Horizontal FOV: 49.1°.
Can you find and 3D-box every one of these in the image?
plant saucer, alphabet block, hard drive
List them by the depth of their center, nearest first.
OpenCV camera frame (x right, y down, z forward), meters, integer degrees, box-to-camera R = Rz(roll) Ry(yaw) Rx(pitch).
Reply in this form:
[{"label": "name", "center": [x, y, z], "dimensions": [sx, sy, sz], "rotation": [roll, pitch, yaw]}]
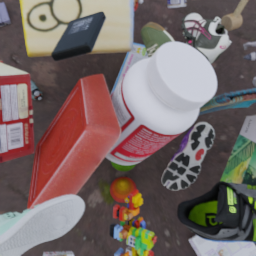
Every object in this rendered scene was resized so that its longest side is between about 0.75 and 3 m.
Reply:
[{"label": "hard drive", "center": [-0.925, -1.758, 5.331], "dimensions": [0.810, 0.191, 1.161], "rotation": [-7, 47, 22]}, {"label": "plant saucer", "center": [-1.228, 0.292, 5.522], "dimensions": [0.470, 2.559, 2.563], "rotation": [28, 22, -26]}, {"label": "alphabet block", "center": [-1.470, -3.291, 7.318], "dimensions": [2.592, 2.531, 2.545], "rotation": [-7, 21, -18]}]

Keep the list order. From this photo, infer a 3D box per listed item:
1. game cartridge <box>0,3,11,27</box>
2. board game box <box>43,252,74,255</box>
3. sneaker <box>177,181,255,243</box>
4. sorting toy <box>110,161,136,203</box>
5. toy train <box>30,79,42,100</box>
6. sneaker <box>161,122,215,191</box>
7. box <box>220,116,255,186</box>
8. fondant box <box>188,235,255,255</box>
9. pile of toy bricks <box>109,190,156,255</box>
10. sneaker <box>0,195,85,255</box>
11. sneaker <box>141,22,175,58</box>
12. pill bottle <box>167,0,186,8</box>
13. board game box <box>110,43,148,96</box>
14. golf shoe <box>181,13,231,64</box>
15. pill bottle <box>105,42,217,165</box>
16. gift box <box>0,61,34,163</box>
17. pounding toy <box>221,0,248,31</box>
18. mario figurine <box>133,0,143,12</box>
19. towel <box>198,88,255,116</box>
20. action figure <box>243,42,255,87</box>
[{"label": "game cartridge", "center": [-5.571, -4.287, 10.945], "dimensions": [1.703, 0.327, 1.104], "rotation": [-21, 70, -10]}, {"label": "board game box", "center": [-1.426, 2.872, 5.412], "dimensions": [0.572, 0.157, 0.906], "rotation": [12, 88, -29]}, {"label": "sneaker", "center": [2.062, 1.420, 4.668], "dimensions": [2.829, 1.172, 1.003], "rotation": [-23, 50, 39]}, {"label": "sorting toy", "center": [-0.135, 0.924, 8.125], "dimensions": [0.805, 0.800, 2.322], "rotation": [1, 65, 1]}, {"label": "toy train", "center": [-3.220, -1.337, 9.366], "dimensions": [0.394, 0.527, 0.924], "rotation": [-35, 68, -15]}, {"label": "sneaker", "center": [1.411, 0.678, 6.606], "dimensions": [0.712, 0.737, 1.767], "rotation": [34, 88, -3]}, {"label": "box", "center": [3.312, 0.649, 5.466], "dimensions": [0.537, 2.953, 2.132], "rotation": [35, 72, -21]}, {"label": "fondant box", "center": [2.615, 3.331, 7.095], "dimensions": [1.325, 0.535, 1.837], "rotation": [-27, 66, -12]}, {"label": "pile of toy bricks", "center": [0.166, 1.803, 4.668], "dimensions": [0.664, 1.346, 0.747], "rotation": [11, 18, 29]}, {"label": "sneaker", "center": [-1.230, 1.132, 3.541], "dimensions": [1.328, 0.783, 0.489], "rotation": [-29, 112, -13]}, {"label": "sneaker", "center": [0.884, -1.614, 6.951], "dimensions": [2.001, 0.671, 0.898], "rotation": [53, 49, -13]}, {"label": "pill bottle", "center": [1.494, -4.235, 8.618], "dimensions": [0.583, 0.974, 0.583], "rotation": [-4, 24, 2]}, {"label": "board game box", "center": [0.579, -1.557, 9.505], "dimensions": [1.839, 0.468, 2.735], "rotation": [16, 65, 7]}, {"label": "golf shoe", "center": [2.132, -2.518, 7.647], "dimensions": [1.134, 0.994, 2.574], "rotation": [-30, 35, 31]}, {"label": "pill bottle", "center": [0.415, -0.380, 5.883], "dimensions": [1.625, 2.895, 1.625], "rotation": [11, 61, -22]}, {"label": "gift box", "center": [-3.072, -0.328, 5.757], "dimensions": [2.026, 2.002, 2.169], "rotation": [23, 23, 40]}, {"label": "pounding toy", "center": [2.905, -4.037, 7.553], "dimensions": [1.195, 2.612, 2.295], "rotation": [-21, 21, -30]}, {"label": "mario figurine", "center": [0.056, -3.711, 7.942], "dimensions": [0.583, 0.944, 0.500], "rotation": [34, 72, 32]}, {"label": "towel", "center": [2.651, -0.631, 6.709], "dimensions": [2.096, 2.858, 0.310], "rotation": [-11, 89, -6]}, {"label": "action figure", "center": [3.037, -1.263, 5.193], "dimensions": [1.502, 0.812, 1.553], "rotation": [-16, 63, 32]}]
